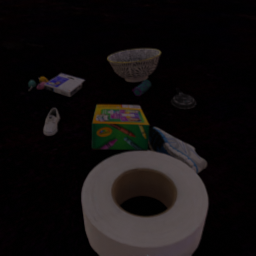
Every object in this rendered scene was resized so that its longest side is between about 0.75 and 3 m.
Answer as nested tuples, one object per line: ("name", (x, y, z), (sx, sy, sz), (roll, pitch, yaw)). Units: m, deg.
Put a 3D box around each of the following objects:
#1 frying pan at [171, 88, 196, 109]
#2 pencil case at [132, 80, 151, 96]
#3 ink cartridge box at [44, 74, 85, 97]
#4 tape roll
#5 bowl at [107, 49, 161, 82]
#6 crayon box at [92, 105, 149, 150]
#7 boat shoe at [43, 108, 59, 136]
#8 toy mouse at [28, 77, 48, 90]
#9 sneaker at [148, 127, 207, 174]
("frying pan", (2.476, -1.349, 12.241), (1.043, 0.281, 1.725), (11, 39, 14))
("pencil case", (0.636, -1.823, 12.747), (0.457, 0.421, 0.990), (29, 42, 16))
("ink cartridge box", (-2.932, -2.020, 13.068), (1.369, 0.300, 1.382), (18, 39, 16))
("tape roll", (0.380, 1.859, 6.835), (2.981, 1.042, 2.981), (0, 34, 0))
("bowl", (0.336, -2.943, 13.530), (2.558, 1.200, 2.558), (-6, 26, 3))
("crayon box", (-0.302, -0.112, 9.160), (1.630, 0.800, 2.745), (1, 16, -4))
("boat shoe", (-2.875, -0.246, 10.421), (0.516, 0.458, 1.402), (-4, 35, -6))
("toy mouse", (-4.274, -2.089, 13.265), (1.372, 0.266, 1.220), (22, 40, 28))
("sneaker", (1.525, 0.710, 8.869), (0.981, 0.849, 2.265), (-16, 45, -33))
